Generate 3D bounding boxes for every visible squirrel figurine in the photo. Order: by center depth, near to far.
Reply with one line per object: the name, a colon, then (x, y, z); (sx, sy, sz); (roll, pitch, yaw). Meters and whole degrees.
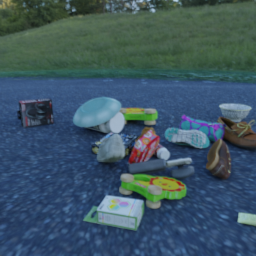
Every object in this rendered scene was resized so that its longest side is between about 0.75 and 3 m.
squirrel figurine: (0.611, 0.456, 10.622); (0.757, 1.069, 0.998); (18, 7, 18)

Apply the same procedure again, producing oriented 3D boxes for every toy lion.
toy lion: (0.766, 1.647, 7.883); (1.560, 0.536, 1.496); (15, 15, 40)
toy lion: (0.400, -0.756, 15.197); (2.449, 0.841, 2.348); (2, 12, 13)

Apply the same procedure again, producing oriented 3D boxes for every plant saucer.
plant saucer: (-1.526, -0.896, 13.083); (2.378, 0.458, 2.378); (-13, 31, 8)

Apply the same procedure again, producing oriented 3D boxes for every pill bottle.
pill bottle: (1.188, 0.895, 10.373); (0.439, 0.439, 0.769); (-6, 17, -21)
pill bottle: (-1.275, -0.409, 13.429); (2.090, 1.209, 1.209); (14, 21, 38)

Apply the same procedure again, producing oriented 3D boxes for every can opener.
can opener: (1.035, 1.327, 8.714); (1.996, 0.667, 0.532); (-10, -27, 2)

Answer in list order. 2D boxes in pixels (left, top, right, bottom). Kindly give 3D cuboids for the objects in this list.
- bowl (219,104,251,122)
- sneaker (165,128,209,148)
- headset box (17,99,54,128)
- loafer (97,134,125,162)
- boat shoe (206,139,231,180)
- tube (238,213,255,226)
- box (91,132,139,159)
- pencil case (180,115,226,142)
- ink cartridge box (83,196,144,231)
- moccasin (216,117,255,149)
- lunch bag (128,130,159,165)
bowl: (5.876, -0.796, 15.497); (1.638, 0.769, 1.638); (1, 16, 0)
sneaker: (2.394, 0.430, 11.562); (1.848, 0.717, 0.843); (14, -10, 1)
headset box: (-4.830, -0.772, 14.495); (1.739, 1.294, 0.672); (-9, 19, -31)
loafer: (-0.576, 0.711, 9.231); (0.778, 0.776, 2.224); (2, -13, -18)
boat shoe: (3.093, 1.055, 9.422); (0.716, 0.717, 2.037); (35, 32, 4)
tube: (3.084, 2.167, 6.488); (0.999, 0.259, 0.290); (4, -22, 23)
box: (-0.457, 0.660, 11.205); (1.382, 0.400, 1.738); (7, 18, 21)
pencil case: (3.252, 0.032, 12.391); (0.853, 0.926, 2.004); (-39, 32, -24)
ink cartridge box: (-0.344, 1.996, 6.734); (1.325, 0.393, 0.688); (4, 17, 15)
moccasin: (4.716, 0.143, 11.747); (1.019, 1.075, 2.786); (0, 16, -16)
lunch bag: (0.450, 0.775, 9.202); (0.518, 1.264, 1.114); (38, 49, 19)
